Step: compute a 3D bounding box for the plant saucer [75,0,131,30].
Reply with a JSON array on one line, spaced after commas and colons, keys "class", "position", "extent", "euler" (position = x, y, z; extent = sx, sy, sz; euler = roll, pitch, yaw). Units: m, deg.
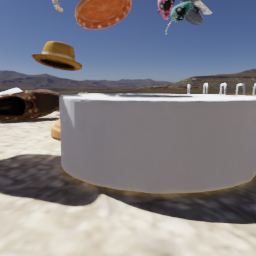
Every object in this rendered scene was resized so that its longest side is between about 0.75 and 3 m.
[{"class": "plant saucer", "position": [-0.492, -2.323, 5.468], "extent": [1.121, 0.181, 1.121], "euler": [-17, -9, -3]}]

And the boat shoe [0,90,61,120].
[{"class": "boat shoe", "position": [-3.657, -0.759, 9.764], "extent": [2.912, 1.025, 1.024], "euler": [-13, 12, -27]}]

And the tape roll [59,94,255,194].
[{"class": "tape roll", "position": [0.415, 0.008, 4.152], "extent": [2.839, 0.993, 2.839], "euler": [0, 8, 0]}]

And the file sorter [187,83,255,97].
[{"class": "file sorter", "position": [2.565, -0.597, 7.661], "extent": [1.979, 1.232, 1.373], "euler": [1, 8, 13]}]

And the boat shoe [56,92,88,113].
[{"class": "boat shoe", "position": [-1.919, -1.069, 12.004], "extent": [2.580, 0.926, 0.977], "euler": [-3, 9, -20]}]

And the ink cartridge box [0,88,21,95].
[{"class": "ink cartridge box", "position": [-5.447, -0.797, 11.212], "extent": [2.776, 0.792, 2.256], "euler": [-28, 28, -24]}]

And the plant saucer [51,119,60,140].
[{"class": "plant saucer", "position": [-0.483, -0.105, 6.771], "extent": [2.703, 0.506, 2.703], "euler": [-1, 8, 0]}]

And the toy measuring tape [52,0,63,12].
[{"class": "toy measuring tape", "position": [-1.492, -3.040, 5.970], "extent": [0.478, 1.301, 0.478], "euler": [-16, -28, -9]}]

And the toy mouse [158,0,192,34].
[{"class": "toy mouse", "position": [0.813, -2.200, 5.029], "extent": [1.141, 1.014, 0.221], "euler": [-20, 55, -38]}]

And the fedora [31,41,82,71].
[{"class": "fedora", "position": [-2.237, -2.344, 9.030], "extent": [1.668, 0.680, 1.668], "euler": [11, -2, 0]}]

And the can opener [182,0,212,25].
[{"class": "can opener", "position": [1.492, -3.301, 7.274], "extent": [1.925, 0.644, 0.514], "euler": [14, 17, -43]}]
